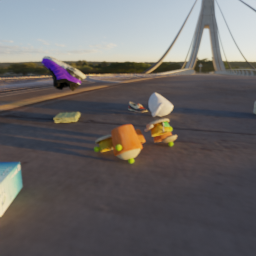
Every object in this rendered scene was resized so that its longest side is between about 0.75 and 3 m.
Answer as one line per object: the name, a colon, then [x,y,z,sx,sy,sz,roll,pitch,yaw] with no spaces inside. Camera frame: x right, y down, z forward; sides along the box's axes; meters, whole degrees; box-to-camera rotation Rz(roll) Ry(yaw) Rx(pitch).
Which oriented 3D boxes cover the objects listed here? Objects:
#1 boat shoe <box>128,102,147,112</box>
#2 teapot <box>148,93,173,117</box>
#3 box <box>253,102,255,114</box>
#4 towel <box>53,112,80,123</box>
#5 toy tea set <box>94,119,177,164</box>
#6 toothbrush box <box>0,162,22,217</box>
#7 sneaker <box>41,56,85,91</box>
boat shoe: [0.511,-1.115,15.270,0.460,0.404,1.293,-10,19,-42]
teapot: [1.484,-1.011,13.815,1.339,0.978,1.321,20,21,-46]
box: [6.764,-0.869,13.759,0.559,0.672,1.635,0,13,3]
towel: [-2.823,-0.476,13.002,1.072,0.264,1.445,-2,15,-3]
toy tea set: [0.456,0.475,8.479,2.790,1.033,1.659,-11,-12,-27]
toothbrush box: [-2.845,1.215,5.439,1.080,0.629,1.476,-1,14,-3]
sneaker: [-3.099,-2.334,12.414,2.295,1.142,0.798,28,-2,19]
